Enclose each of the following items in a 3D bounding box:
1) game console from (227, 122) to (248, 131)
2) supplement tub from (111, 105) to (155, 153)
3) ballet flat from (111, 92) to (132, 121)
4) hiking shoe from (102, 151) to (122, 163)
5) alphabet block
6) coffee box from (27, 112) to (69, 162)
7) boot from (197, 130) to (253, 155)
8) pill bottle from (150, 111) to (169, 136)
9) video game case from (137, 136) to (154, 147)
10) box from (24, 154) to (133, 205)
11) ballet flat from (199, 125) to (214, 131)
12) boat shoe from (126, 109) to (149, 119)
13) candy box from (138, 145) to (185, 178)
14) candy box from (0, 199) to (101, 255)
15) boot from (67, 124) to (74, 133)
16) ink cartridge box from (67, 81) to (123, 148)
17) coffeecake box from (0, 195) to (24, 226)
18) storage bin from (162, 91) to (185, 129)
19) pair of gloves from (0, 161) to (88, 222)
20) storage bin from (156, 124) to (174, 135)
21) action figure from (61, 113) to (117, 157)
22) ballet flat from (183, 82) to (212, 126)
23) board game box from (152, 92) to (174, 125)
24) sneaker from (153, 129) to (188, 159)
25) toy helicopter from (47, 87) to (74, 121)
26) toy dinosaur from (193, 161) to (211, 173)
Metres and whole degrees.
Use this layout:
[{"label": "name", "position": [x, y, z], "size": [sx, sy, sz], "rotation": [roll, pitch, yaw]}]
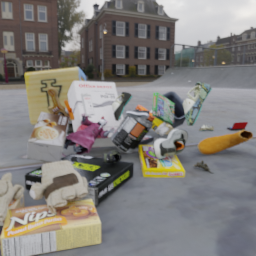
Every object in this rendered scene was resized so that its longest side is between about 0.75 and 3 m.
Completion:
[{"label": "game console", "position": [6.444, -0.141, 16.565], "size": [0.918, 0.545, 0.791], "rotation": [-2, 13, -12]}, {"label": "supplement tub", "position": [0.213, 0.040, 11.298], "size": [1.107, 1.807, 1.107], "rotation": [35, 14, -10]}, {"label": "ballet flat", "position": [-0.356, -0.930, 11.617], "size": [0.562, 0.559, 1.643], "rotation": [30, 46, -3]}, {"label": "hiking shoe", "position": [-0.424, 0.974, 9.048], "size": [0.524, 0.395, 1.042], "rotation": [5, 7, 20]}, {"label": "alphabet block", "position": [-3.941, -1.738, 16.200], "size": [2.949, 2.896, 2.881], "rotation": [-7, 1, -1]}, {"label": "coffee box", "position": [-2.641, 0.287, 9.469], "size": [1.056, 0.736, 1.846], "rotation": [10, 31, -8]}, {"label": "boot", "position": [4.051, 0.523, 11.658], "size": [2.053, 0.722, 1.470], "rotation": [-9, -15, -29]}, {"label": "pill bottle", "position": [1.495, -0.235, 14.633], "size": [1.319, 0.742, 0.742], "rotation": [49, 30, 13]}, {"label": "video game case", "position": [0.226, 0.581, 13.877], "size": [1.523, 0.215, 1.685], "rotation": [8, 12, 31]}, {"label": "box", "position": [-1.459, 1.514, 8.950], "size": [2.571, 0.611, 2.482], "rotation": [5, 14, 25]}, {"label": "ballet flat", "position": [4.574, 0.001, 16.397], "size": [0.896, 0.337, 0.304], "rotation": [0, 13, 0]}, {"label": "boat shoe", "position": [0.323, -0.487, 9.066], "size": [0.803, 0.281, 0.266], "rotation": [4, 56, 29]}, {"label": "candy box", "position": [1.202, 1.253, 10.914], "size": [1.449, 0.374, 2.835], "rotation": [4, 14, -3]}, {"label": "candy box", "position": [-1.667, 2.161, 6.168], "size": [1.975, 0.546, 1.140], "rotation": [-4, 13, -16]}, {"label": "boot", "position": [-3.087, -0.069, 16.309], "size": [1.874, 0.680, 1.704], "rotation": [-6, 10, 3]}, {"label": "ink cartridge box", "position": [-1.450, -0.632, 12.717], "size": [2.103, 2.870, 1.188], "rotation": [-2, -25, -27]}, {"label": "coffeecake box", "position": [-3.306, 2.046, 6.992], "size": [1.150, 0.420, 0.882], "rotation": [-1, 13, -5]}, {"label": "storage bin", "position": [2.250, -0.811, 14.449], "size": [1.235, 1.140, 1.698], "rotation": [-26, 59, -21]}, {"label": "pair of gloves", "position": [-2.428, 1.575, 6.832], "size": [2.805, 0.492, 2.385], "rotation": [-12, 16, -24]}, {"label": "storage bin", "position": [2.139, 0.063, 15.946], "size": [0.896, 0.423, 0.903], "rotation": [4, 13, 14]}, {"label": "action figure", "position": [-1.467, 0.329, 11.051], "size": [1.458, 1.621, 2.177], "rotation": [38, 47, 10]}, {"label": "ballet flat", "position": [2.344, -0.914, 10.037], "size": [0.773, 0.773, 2.081], "rotation": [7, 45, 30]}, {"label": "board game box", "position": [1.315, -0.682, 10.324], "size": [0.188, 0.869, 1.291], "rotation": [-8, -19, 36]}, {"label": "sneaker", "position": [1.877, 0.622, 10.848], "size": [0.933, 0.869, 2.352], "rotation": [-5, 12, 34]}, {"label": "toy helicopter", "position": [-2.594, -0.798, 10.561], "size": [1.059, 1.601, 0.632], "rotation": [3, 37, 20]}, {"label": "toy dinosaur", "position": [2.756, 1.400, 10.142], "size": [0.800, 0.308, 0.409], "rotation": [20, -13, 23]}]
